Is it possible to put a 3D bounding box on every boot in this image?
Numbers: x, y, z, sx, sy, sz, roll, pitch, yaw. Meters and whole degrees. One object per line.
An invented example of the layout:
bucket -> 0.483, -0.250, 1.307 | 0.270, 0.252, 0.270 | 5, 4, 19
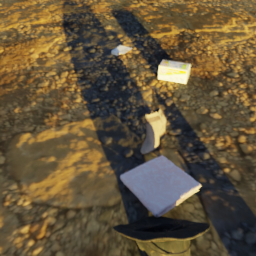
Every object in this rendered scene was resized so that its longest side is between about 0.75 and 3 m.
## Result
boot -> 0.832, 0.058, 10.044 | 0.576, 1.199, 1.641 | 3, 29, 36

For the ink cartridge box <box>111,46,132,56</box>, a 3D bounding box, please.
ink cartridge box -> -0.372, -4.568, 16.664 | 0.871, 0.218, 1.003 | 21, 43, 23

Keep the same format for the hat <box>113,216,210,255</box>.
hat -> 0.810, 2.779, 6.734 | 2.345, 2.345, 0.946 | -4, 83, -5

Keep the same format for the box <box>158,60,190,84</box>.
box -> 2.296, -2.820, 14.063 | 1.446, 0.733, 0.813 | 13, 40, 16

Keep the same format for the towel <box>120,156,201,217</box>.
towel -> 0.964, 1.712, 8.653 | 1.786, 0.301, 1.870 | -22, 38, -26
